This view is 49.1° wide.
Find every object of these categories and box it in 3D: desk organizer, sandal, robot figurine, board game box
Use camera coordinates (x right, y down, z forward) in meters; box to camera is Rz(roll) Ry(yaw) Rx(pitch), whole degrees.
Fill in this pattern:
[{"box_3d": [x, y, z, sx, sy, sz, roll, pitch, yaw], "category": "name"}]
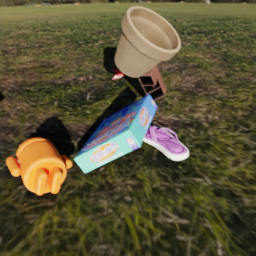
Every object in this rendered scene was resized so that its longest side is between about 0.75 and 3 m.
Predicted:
[{"box_3d": [0.989, -1.806, 11.367, 0.642, 1.791, 0.690, 3, 60, 26], "category": "desk organizer"}, {"box_3d": [1.226, 0.300, 9.759, 0.994, 0.600, 2.442, -18, 34, -29], "category": "sandal"}, {"box_3d": [-2.451, 1.026, 7.889, 1.451, 1.177, 2.018, -33, 40, -12], "category": "robot figurine"}, {"box_3d": [-0.290, 0.098, 8.919, 2.083, 0.616, 2.739, -28, 17, 26], "category": "board game box"}]

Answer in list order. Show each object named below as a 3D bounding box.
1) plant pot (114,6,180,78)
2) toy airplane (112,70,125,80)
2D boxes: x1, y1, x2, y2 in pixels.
[{"box_3d": [0.431, -2.555, 8.993, 1.942, 1.694, 1.942, 18, 49, -22], "category": "plant pot"}, {"box_3d": [0.160, -3.253, 16.379, 2.494, 0.459, 2.494, -1, 27, 0], "category": "toy airplane"}]
